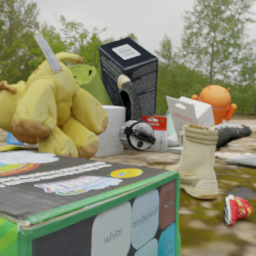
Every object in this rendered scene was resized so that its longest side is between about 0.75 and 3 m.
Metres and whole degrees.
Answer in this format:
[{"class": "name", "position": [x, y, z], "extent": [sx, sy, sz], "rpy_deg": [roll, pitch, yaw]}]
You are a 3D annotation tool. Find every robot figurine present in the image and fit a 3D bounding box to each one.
[{"class": "robot figurine", "position": [3.013, -0.724, 10.019], "extent": [1.067, 1.830, 1.316], "rpy_deg": [-23, 49, -26]}]

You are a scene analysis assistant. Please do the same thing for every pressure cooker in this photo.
[{"class": "pressure cooker", "position": [0.283, 0.230, 8.050], "extent": [0.873, 0.887, 0.993], "rpy_deg": [-25, 11, -20]}]

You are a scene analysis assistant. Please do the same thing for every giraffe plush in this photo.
[{"class": "giraffe plush", "position": [-2.267, -0.365, 6.724], "extent": [2.394, 2.953, 2.548], "rpy_deg": [-14, 11, 31]}]

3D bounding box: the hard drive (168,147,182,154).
[{"class": "hard drive", "position": [2.006, 0.730, 9.445], "extent": [1.108, 0.146, 0.731], "rpy_deg": [-3, 0, -28]}]

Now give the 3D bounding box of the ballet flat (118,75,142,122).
[{"class": "ballet flat", "position": [0.012, -0.574, 9.097], "extent": [0.688, 2.423, 0.805], "rpy_deg": [-10, -10, -20]}]

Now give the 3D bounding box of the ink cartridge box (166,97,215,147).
[{"class": "ink cartridge box", "position": [1.835, -0.162, 7.951], "extent": [0.635, 1.886, 1.105], "rpy_deg": [-38, 37, -21]}]

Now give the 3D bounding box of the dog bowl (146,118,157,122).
[{"class": "dog bowl", "position": [0.860, 0.158, 11.550], "extent": [0.437, 1.185, 1.185], "rpy_deg": [-13, 10, -31]}]

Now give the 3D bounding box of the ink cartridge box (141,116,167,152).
[{"class": "ink cartridge box", "position": [0.803, 0.215, 9.447], "extent": [1.012, 1.265, 0.299], "rpy_deg": [4, 35, 12]}]

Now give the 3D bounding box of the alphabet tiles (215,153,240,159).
[{"class": "alphabet tiles", "position": [3.082, 0.860, 8.505], "extent": [0.987, 0.074, 1.009], "rpy_deg": [3, 4, 28]}]

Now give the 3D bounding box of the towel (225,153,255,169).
[{"class": "towel", "position": [3.424, 0.860, 7.301], "extent": [1.273, 0.220, 1.226], "rpy_deg": [-2, 4, -36]}]

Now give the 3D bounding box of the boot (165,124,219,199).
[{"class": "boot", "position": [1.083, 0.511, 5.018], "extent": [0.552, 1.180, 1.518], "rpy_deg": [-1, 4, -15]}]

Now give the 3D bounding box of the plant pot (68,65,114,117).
[{"class": "plant pot", "position": [-1.574, -0.878, 9.954], "extent": [2.474, 2.350, 2.474], "rpy_deg": [-8, 39, 6]}]

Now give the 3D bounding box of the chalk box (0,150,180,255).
[{"class": "chalk box", "position": [-0.385, 0.777, 1.491], "extent": [1.771, 1.098, 1.105], "rpy_deg": [4, 3, 35]}]

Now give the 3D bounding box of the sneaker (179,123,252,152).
[{"class": "sneaker", "position": [1.907, 0.310, 6.189], "extent": [1.556, 0.704, 0.517], "rpy_deg": [-6, -22, 23]}]

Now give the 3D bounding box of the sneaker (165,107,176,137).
[{"class": "sneaker", "position": [2.079, -0.140, 11.033], "extent": [0.883, 1.415, 2.398], "rpy_deg": [25, 0, -30]}]

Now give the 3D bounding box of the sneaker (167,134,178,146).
[{"class": "sneaker", "position": [1.689, 0.329, 9.730], "extent": [1.028, 0.455, 0.387], "rpy_deg": [-12, -42, 29]}]

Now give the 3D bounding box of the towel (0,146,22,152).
[{"class": "towel", "position": [-4.401, 0.765, 10.050], "extent": [0.530, 0.111, 1.231], "rpy_deg": [6, 4, 15]}]

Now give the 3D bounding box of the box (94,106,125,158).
[{"class": "box", "position": [-0.779, 0.074, 8.966], "extent": [0.811, 1.526, 1.162], "rpy_deg": [8, 8, 38]}]

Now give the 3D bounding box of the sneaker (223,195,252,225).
[{"class": "sneaker", "position": [1.422, 1.048, 3.616], "extent": [0.334, 0.303, 0.787], "rpy_deg": [7, 6, 26]}]

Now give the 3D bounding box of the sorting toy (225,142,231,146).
[{"class": "sorting toy", "position": [3.112, 0.587, 11.427], "extent": [1.975, 0.291, 1.460], "rpy_deg": [1, 1, 23]}]

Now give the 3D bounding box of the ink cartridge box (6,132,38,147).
[{"class": "ink cartridge box", "position": [-3.427, -0.442, 10.300], "extent": [1.629, 2.253, 0.949], "rpy_deg": [0, -8, 19]}]

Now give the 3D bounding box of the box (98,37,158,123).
[{"class": "box", "position": [0.009, -1.778, 10.961], "extent": [1.442, 2.694, 2.000], "rpy_deg": [-23, 48, -22]}]
